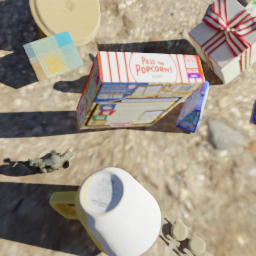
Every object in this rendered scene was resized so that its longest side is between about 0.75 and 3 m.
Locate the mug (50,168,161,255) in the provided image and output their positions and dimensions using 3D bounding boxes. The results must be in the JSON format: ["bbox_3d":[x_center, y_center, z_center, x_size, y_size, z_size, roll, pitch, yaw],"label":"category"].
[{"bbox_3d":[-0.439,1.698,5.612,1.995,1.638,1.598,-27,52,-2],"label":"mug"}]

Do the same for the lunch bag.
[{"bbox_3d":[1.724,-0.577,7.147,0.564,1.199,0.903,21,63,6],"label":"lunch bag"}]

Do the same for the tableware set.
[{"bbox_3d":[1.331,2.462,6.231,0.823,0.165,0.544,36,79,20],"label":"tableware set"}]

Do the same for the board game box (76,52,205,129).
[{"bbox_3d":[0.056,-0.659,6.130,2.015,2.661,0.616,-3,73,-20],"label":"board game box"}]

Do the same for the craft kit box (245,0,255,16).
[{"bbox_3d":[4.517,-3.397,8.784,1.760,0.427,1.738,39,76,9],"label":"craft kit box"}]

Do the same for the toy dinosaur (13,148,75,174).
[{"bbox_3d":[-1.948,0.889,6.653,1.422,0.727,0.547,-19,65,-13],"label":"toy dinosaur"}]

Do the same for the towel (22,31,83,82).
[{"bbox_3d":[-2.102,-2.048,7.964,1.459,0.158,1.070,-31,108,-29],"label":"towel"}]

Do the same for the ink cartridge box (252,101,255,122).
[{"bbox_3d":[3.883,-0.428,7.681,0.788,0.185,0.779,18,64,7],"label":"ink cartridge box"}]

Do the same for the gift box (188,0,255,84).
[{"bbox_3d":[2.743,-2.444,7.548,1.747,1.631,1.612,-44,68,12],"label":"gift box"}]

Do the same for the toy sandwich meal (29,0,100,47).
[{"bbox_3d":[-1.984,-3.702,8.615,2.542,0.870,2.542,-2,93,-36],"label":"toy sandwich meal"}]
